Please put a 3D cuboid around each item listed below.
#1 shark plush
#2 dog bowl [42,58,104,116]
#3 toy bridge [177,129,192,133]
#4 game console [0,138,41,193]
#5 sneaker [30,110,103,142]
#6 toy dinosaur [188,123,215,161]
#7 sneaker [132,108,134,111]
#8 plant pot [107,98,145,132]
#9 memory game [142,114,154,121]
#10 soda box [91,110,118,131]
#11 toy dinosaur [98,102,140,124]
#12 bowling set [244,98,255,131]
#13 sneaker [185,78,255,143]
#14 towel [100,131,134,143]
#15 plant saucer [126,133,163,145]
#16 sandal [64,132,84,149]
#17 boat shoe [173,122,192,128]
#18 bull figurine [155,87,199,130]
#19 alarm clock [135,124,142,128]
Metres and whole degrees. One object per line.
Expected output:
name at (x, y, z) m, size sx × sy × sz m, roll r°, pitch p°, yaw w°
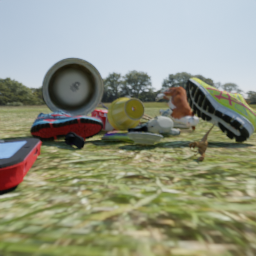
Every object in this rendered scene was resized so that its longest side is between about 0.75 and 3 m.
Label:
shark plush at (0.868, 0.110, 9.319) m, size 2.130 × 0.968 × 0.887 m, roll -23°, pitch -4°, yaw -45°
dog bowl at (-2.016, -1.446, 10.059) m, size 2.168 × 2.168 × 0.799 m, roll -2°, pitch 18°, yaw -21°
toy bridge at (1.877, 0.115, 10.490) m, size 1.042 × 0.142 × 0.350 m, roll 0°, pitch 5°, yaw 2°
game console at (-2.788, 0.540, 4.543) m, size 2.441 × 0.428 × 2.760 m, roll -1°, pitch 5°, yaw -11°
sneaker at (-1.791, -0.217, 8.311) m, size 2.078 × 0.824 × 0.993 m, roll -1°, pitch 41°, yaw -6°
toy dinosaur at (1.542, 0.335, 5.813) m, size 0.475 × 0.894 × 0.270 m, roll -3°, pitch -37°, yaw 39°
sneaker at (-0.080, -0.529, 12.104) m, size 0.813 × 0.696 × 1.983 m, roll -10°, pitch 31°, yaw 16°
plant pot at (0.003, -0.484, 8.815) m, size 1.081 × 1.081 × 1.017 m, roll -2°, pitch -9°, yaw -24°
memory game at (0.782, -0.683, 15.586) m, size 1.993 × 0.127 × 1.993 m, roll 19°, pitch 9°, yaw -3°
soda box at (-0.869, -0.326, 11.127) m, size 0.750 × 0.680 × 2.144 m, roll 3°, pitch 6°, yaw -23°
toy dinosaur at (-0.791, -0.268, 13.328) m, size 1.833 × 1.061 × 2.020 m, roll -7°, pitch -35°, yaw 43°
bowling set at (4.510, -0.292, 10.962) m, size 0.859 × 1.113 × 1.600 m, roll -21°, pitch -41°, yaw 6°
sneaker at (2.854, -0.703, 8.512) m, size 1.197 × 1.036 × 2.651 m, roll -31°, pitch 59°, yaw -21°
towel at (-0.140, 0.270, 8.704) m, size 1.147 × 0.182 × 1.597 m, roll 2°, pitch 6°, yaw 9°
plant saucer at (0.429, 0.302, 7.402) m, size 0.970 × 0.243 × 0.970 m, roll 5°, pitch -8°, yaw 1°
sandal at (-1.448, 0.310, 7.204) m, size 0.234 × 0.368 × 0.978 m, roll -1°, pitch 6°, yaw -37°
boat shoe at (2.271, -0.394, 12.739) m, size 0.610 × 0.704 × 1.652 m, roll -1°, pitch 5°, yaw -29°
bull figurine at (2.020, -0.798, 11.797) m, size 1.503 × 0.806 × 2.476 m, roll -5°, pitch 46°, yaw 1°
alarm clock at (0.215, 0.035, 10.280) m, size 0.645 × 0.318 × 0.956 m, roll -1°, pitch 3°, yaw 39°
